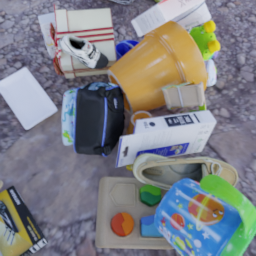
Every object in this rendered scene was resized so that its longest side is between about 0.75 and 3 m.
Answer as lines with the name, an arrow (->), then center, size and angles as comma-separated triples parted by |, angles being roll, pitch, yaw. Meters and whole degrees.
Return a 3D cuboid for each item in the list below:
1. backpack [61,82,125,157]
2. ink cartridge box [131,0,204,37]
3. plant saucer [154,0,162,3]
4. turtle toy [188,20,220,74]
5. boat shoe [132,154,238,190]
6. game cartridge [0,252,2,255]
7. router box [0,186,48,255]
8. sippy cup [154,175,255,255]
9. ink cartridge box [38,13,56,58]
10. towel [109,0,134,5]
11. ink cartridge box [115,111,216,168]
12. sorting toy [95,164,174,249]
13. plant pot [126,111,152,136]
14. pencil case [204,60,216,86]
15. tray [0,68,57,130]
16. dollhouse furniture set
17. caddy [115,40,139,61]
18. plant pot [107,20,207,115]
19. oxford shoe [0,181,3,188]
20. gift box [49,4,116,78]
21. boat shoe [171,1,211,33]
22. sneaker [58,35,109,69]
backpack -> -0.970, -0.397, 8.312 | 1.617, 2.013, 2.200 | 7, 17, 13
ink cartridge box -> 1.516, -3.404, 7.431 | 2.351, 0.526, 2.071 | -39, 17, -32
plant saucer -> 2.386, -6.990, 14.621 | 2.683, 0.417, 2.683 | 0, 53, 0
turtle toy -> 2.734, -2.836, 10.647 | 1.631, 1.131, 2.238 | -17, 70, 29
boat shoe -> 1.583, 1.252, 7.320 | 2.907, 0.915, 1.060 | 12, 93, -8
game cartridge -> -3.976, 3.543, 5.954 | 2.730, 0.567, 1.818 | -37, 64, -10
router box -> -3.110, 2.568, 7.068 | 1.420, 0.472, 1.806 | -33, 59, -23
sippy cup -> 1.608, 2.088, 5.993 | 1.812, 2.473, 1.942 | 32, 14, 31
ink cartridge box -> -2.830, -3.774, 11.344 | 1.143, 1.574, 0.689 | -20, 54, -15
towel -> -0.499, -7.234, 14.553 | 2.044, 0.875, 1.693 | 15, 55, 9
ink cartridge box -> 0.982, 0.309, 8.024 | 2.850, 1.417, 0.559 | -8, 50, -18
sorting toy -> 0.220, 1.821, 7.719 | 2.106, 0.378, 2.826 | 0, 52, 0
plant pot -> 0.434, 0.029, 8.691 | 1.052, 0.963, 1.052 | -2, 54, 3
pencil case -> 1.934, -1.731, 9.462 | 1.972, 0.820, 0.895 | -5, 61, 31
tray -> -3.547, -1.030, 9.798 | 1.255, 0.259, 2.337 | -35, 68, -15
dollhouse furniture set -> 1.797, -0.790, 8.561 | 1.102, 2.206, 0.852 | -5, 51, 18
caddy -> 0.163, -2.895, 11.142 | 1.119, 0.831, 1.583 | -26, 56, -20
plant pot -> 0.773, -1.715, 9.230 | 2.456, 2.683, 2.683 | -30, 57, -8
oxford shoe -> -3.923, 1.904, 7.063 | 1.725, 0.637, 0.611 | -33, 83, -3
gift box -> -1.640, -3.056, 9.930 | 2.166, 2.320, 2.141 | -7, 83, -6
boat shoe -> 1.835, -3.764, 10.236 | 1.059, 2.879, 0.961 | -43, 105, -12
sneaker -> -1.271, -2.322, 8.623 | 1.684, 0.745, 0.624 | 19, 80, -29
